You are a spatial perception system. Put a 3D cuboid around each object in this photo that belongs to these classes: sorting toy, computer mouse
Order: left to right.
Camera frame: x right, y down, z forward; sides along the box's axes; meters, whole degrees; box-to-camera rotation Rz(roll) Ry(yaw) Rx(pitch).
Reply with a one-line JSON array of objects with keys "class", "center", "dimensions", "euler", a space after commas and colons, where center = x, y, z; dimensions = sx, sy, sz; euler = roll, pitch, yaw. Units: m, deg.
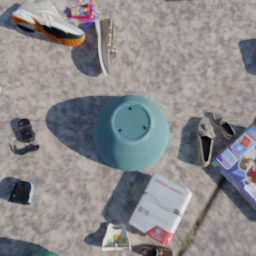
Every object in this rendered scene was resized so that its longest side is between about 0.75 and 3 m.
[{"class": "computer mouse", "center": [-3.761, 0.353, 10.102], "dimensions": [0.907, 0.297, 1.292], "euler": [-24, 84, -1]}, {"class": "sorting toy", "center": [-0.380, 3.616, 9.288], "dimensions": [0.917, 0.490, 0.826], "euler": [0, 70, 1]}]

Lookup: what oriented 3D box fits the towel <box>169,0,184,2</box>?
[{"class": "towel", "center": [2.552, -6.186, 11.506], "dimensions": [2.000, 0.359, 2.077], "euler": [-5, 78, -1]}]

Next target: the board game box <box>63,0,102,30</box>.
[{"class": "board game box", "center": [-1.868, -4.704, 11.200], "dimensions": [1.242, 0.306, 1.572], "euler": [44, 81, 9]}]

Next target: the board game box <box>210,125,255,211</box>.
[{"class": "board game box", "center": [4.587, 1.601, 9.681], "dimensions": [1.958, 0.499, 2.893], "euler": [-40, 80, -8]}]

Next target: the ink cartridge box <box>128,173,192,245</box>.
[{"class": "ink cartridge box", "center": [1.072, 2.619, 9.119], "dimensions": [1.352, 0.763, 1.842], "euler": [24, 77, 28]}]

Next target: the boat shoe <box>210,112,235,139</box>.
[{"class": "boat shoe", "center": [3.440, -0.123, 10.151], "dimensions": [0.415, 0.344, 1.156], "euler": [-33, 79, -7]}]

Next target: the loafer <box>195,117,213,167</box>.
[{"class": "loafer", "center": [2.748, 0.454, 9.903], "dimensions": [0.656, 0.574, 1.825], "euler": [5, 77, 1]}]

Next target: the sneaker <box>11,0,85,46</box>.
[{"class": "sneaker", "center": [-2.929, -4.198, 10.727], "dimensions": [2.915, 1.103, 1.341], "euler": [21, 74, 3]}]

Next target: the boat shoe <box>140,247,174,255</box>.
[{"class": "boat shoe", "center": [0.947, 4.112, 9.172], "dimensions": [1.119, 0.403, 0.404], "euler": [6, 77, 1]}]

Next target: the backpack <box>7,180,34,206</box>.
[{"class": "backpack", "center": [-3.579, 2.198, 9.508], "dimensions": [0.715, 0.574, 0.782], "euler": [9, 73, 0]}]

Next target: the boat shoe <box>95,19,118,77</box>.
[{"class": "boat shoe", "center": [-0.763, -3.087, 10.584], "dimensions": [0.703, 0.848, 2.362], "euler": [-8, 72, 2]}]

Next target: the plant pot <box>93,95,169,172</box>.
[{"class": "plant pot", "center": [0.092, 0.018, 9.361], "dimensions": [2.737, 1.844, 2.737], "euler": [0, 77, 1]}]

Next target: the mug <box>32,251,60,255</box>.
[{"class": "mug", "center": [-2.622, 4.818, 8.593], "dimensions": [1.575, 1.185, 1.917], "euler": [0, 82, 3]}]
